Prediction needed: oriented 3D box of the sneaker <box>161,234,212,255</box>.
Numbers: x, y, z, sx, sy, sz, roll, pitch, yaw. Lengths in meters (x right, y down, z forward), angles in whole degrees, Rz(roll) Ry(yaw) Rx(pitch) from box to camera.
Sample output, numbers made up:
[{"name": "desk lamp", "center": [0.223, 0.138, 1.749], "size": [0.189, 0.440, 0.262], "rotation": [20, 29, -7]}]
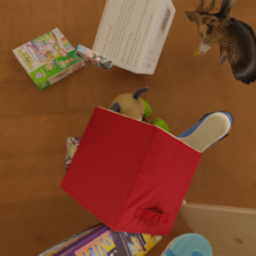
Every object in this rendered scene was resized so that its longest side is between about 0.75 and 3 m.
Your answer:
[{"name": "sneaker", "center": [0.621, 2.621, 5.053], "size": [1.840, 1.201, 0.732], "rotation": [-17, 63, -35]}]

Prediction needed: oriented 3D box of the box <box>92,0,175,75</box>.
[{"name": "box", "center": [0.236, -2.820, 8.191], "size": [1.450, 2.207, 2.218], "rotation": [22, 105, 11]}]

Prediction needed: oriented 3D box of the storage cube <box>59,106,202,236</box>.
[{"name": "storage cube", "center": [0.090, 0.889, 5.866], "size": [2.119, 1.811, 1.905], "rotation": [19, 85, 45]}]

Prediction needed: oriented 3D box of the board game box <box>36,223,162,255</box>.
[{"name": "board game box", "center": [-1.138, 2.555, 5.096], "size": [2.470, 2.988, 0.847], "rotation": [-34, 76, 30]}]

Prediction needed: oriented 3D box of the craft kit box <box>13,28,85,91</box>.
[{"name": "craft kit box", "center": [-2.706, -2.383, 9.559], "size": [1.768, 0.434, 1.790], "rotation": [-36, 69, -13]}]

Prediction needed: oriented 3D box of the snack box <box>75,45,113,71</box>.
[{"name": "snack box", "center": [-0.873, -1.769, 7.123], "size": [0.932, 0.542, 0.173], "rotation": [24, 85, -14]}]

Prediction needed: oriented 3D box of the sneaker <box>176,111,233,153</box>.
[{"name": "sneaker", "center": [1.837, 0.284, 7.384], "size": [0.805, 2.096, 1.166], "rotation": [54, 31, 12]}]

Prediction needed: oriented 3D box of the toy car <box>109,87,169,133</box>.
[{"name": "toy car", "center": [0.086, -0.264, 7.548], "size": [1.729, 2.105, 1.661], "rotation": [-33, 67, -15]}]

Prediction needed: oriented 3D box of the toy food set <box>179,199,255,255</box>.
[{"name": "toy food set", "center": [2.413, 2.020, 5.900], "size": [2.679, 1.923, 0.809], "rotation": [-9, 34, 43]}]

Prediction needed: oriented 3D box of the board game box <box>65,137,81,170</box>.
[{"name": "board game box", "center": [-1.512, 0.730, 8.164], "size": [0.579, 0.156, 0.965], "rotation": [-1, 62, -6]}]

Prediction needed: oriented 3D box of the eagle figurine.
[{"name": "eagle figurine", "center": [2.680, -2.525, 7.841], "size": [2.458, 1.855, 1.865], "rotation": [23, 77, -27]}]
